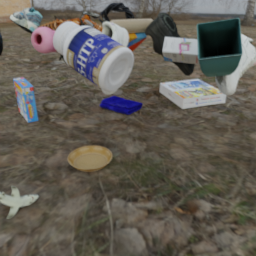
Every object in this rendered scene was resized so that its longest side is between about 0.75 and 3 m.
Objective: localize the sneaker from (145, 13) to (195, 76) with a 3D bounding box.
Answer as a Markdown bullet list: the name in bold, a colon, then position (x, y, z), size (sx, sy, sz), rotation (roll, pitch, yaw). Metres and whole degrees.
- **sneaker**: position (1.788, -3.355, 11.774), size (1.270, 2.798, 1.062), rotation (-23, 16, 43)

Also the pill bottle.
- **pill bottle**: position (-1.050, -2.104, 7.973), size (2.193, 1.313, 1.313), rotation (36, 40, 22)

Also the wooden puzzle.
- **wooden puzzle**: position (-0.422, -3.489, 12.199), size (2.665, 2.881, 0.536), rotation (-21, 76, -41)

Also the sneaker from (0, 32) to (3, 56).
- **sneaker**: position (-4.769, -2.945, 9.366), size (1.054, 1.180, 2.880), rotation (-12, -13, -20)

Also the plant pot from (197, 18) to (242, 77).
- **plant pot**: position (2.769, -2.260, 8.569), size (1.172, 1.173, 1.660), rotation (-3, -17, 17)

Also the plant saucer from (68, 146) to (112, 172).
- **plant saucer**: position (-1.214, 1.023, 8.997), size (1.419, 0.251, 1.419), rotation (0, 26, 0)

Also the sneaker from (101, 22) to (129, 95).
- **sneaker**: position (-0.680, -2.266, 9.081), size (0.876, 2.339, 1.165), rotation (3, -7, 34)

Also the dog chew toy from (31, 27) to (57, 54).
- **dog chew toy**: position (-2.628, -2.934, 9.499), size (0.835, 0.835, 1.341), rotation (10, 14, 20)

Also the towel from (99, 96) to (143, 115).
- **towel**: position (-0.329, -1.129, 13.210), size (1.711, 0.424, 1.264), rotation (18, 32, 33)

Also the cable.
- **cable**: position (-0.373, -4.718, 12.150), size (1.614, 1.316, 0.410), rotation (27, 45, -32)

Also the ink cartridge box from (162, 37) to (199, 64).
- **ink cartridge box**: position (2.074, -2.867, 10.476), size (1.441, 0.610, 1.041), rotation (10, -3, 12)

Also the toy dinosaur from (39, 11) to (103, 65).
- **toy dinosaur**: position (-1.813, -3.345, 10.319), size (2.774, 1.883, 1.417), rotation (23, 29, 23)

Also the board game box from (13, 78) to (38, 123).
- **board game box**: position (-4.451, -1.233, 12.143), size (0.441, 1.545, 1.578), rotation (-16, 30, -29)

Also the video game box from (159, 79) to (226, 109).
- **video game box**: position (3.234, -1.815, 14.432), size (2.400, 0.617, 2.634), rotation (-11, 28, -16)

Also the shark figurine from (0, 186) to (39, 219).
- **shark figurine**: position (-3.147, 1.715, 7.126), size (0.601, 1.440, 0.860), rotation (-27, 28, 57)

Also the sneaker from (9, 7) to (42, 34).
- **sneaker**: position (-3.851, -4.204, 10.825), size (2.024, 0.874, 0.786), rotation (35, 1, 42)

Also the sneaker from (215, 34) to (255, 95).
- **sneaker**: position (4.029, -2.386, 10.107), size (1.434, 1.124, 2.886), rotation (14, 66, 4)
